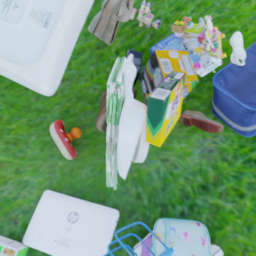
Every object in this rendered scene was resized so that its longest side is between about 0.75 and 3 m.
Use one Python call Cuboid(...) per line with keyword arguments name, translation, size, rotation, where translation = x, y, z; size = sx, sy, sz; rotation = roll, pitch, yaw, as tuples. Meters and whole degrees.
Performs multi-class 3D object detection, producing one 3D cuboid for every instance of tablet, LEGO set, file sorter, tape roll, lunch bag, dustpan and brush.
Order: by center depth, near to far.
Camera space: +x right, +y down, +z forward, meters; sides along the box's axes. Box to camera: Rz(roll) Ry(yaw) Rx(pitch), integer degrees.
Cuboid(name="file sorter", translation=(-0.023, 2.779, 5.543), size=(0.922, 1.043, 1.503), rotation=(40, 111, 30))
Cuboid(name="dustpan and brush", translation=(0.038, -0.327, 5.920), size=(0.680, 2.377, 1.659), rotation=(17, 29, 2))
Cuboid(name="lunch bag", translation=(1.155, 3.036, 6.427), size=(1.430, 0.687, 1.783), rotation=(8, 50, 0))
Cuboid(name="tablet", translation=(-1.511, 2.608, 7.333), size=(2.329, 0.159, 1.515), rotation=(11, 65, 19))
Cuboid(name="tape roll", translation=(0.288, 0.266, 7.514), size=(0.249, 1.363, 1.363), rotation=(5, 71, -10))
Cuboid(name="LEGO set", translation=(2.035, -2.810, 8.243), size=(1.226, 0.992, 2.664), rotation=(-32, 49, 19))
Cuboid(name="lunch bag", translation=(3.770, -1.128, 8.267), size=(2.568, 1.699, 1.745), rotation=(-36, 59, -10))

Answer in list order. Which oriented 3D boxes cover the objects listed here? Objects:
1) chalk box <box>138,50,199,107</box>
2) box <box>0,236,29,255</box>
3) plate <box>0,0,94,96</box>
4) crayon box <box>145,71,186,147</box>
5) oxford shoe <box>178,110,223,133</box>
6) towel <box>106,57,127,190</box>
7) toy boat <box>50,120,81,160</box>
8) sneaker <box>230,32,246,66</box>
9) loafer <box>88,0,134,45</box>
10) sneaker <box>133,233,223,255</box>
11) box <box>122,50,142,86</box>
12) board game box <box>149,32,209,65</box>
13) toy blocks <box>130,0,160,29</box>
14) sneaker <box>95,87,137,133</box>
Cuboid(name="chalk box", translation=(1.053, -1.296, 8.206), size=(1.090, 1.759, 1.098), rotation=(-5, 67, -20))
Cuboid(name="box", translation=(-3.728, 3.689, 7.071), size=(1.636, 0.896, 1.854), rotation=(18, 74, 4))
Cuboid(name="plate", translation=(-2.378, -2.517, 5.879), size=(2.899, 0.469, 2.893), rotation=(24, 92, 3))
Cuboid(name="crayon box", translation=(0.837, -0.444, 6.192), size=(0.395, 1.169, 1.355), rotation=(17, 39, 22))
Cuboid(name="oxford shoe", translation=(2.222, -0.253, 8.377), size=(1.373, 0.484, 0.514), rotation=(21, 57, 28))
Cuboid(name="towel", translation=(-0.263, -0.162, 6.568), size=(0.306, 2.617, 1.996), rotation=(3, 28, 1))
Cuboid(name="toy boat", translation=(-1.736, 0.270, 8.183), size=(0.789, 0.788, 1.207), rotation=(-31, 74, -10))
Cuboid(name="sneaker", translation=(2.777, -1.953, 6.955), size=(0.329, 0.878, 0.437), rotation=(-26, 40, -5))
Cuboid(name="loafer", translation=(-0.291, -3.407, 8.233), size=(0.918, 2.919, 1.049), rotation=(43, 67, -12))
Cuboid(name="sneaker", translation=(1.246, 3.132, 7.308), size=(2.254, 0.817, 1.285), rotation=(-14, 68, -5))
Cuboid(name="box", translation=(0.097, -1.800, 8.468), size=(0.477, 0.770, 0.757), rotation=(9, 65, -11))
Cuboid(name="board game box", translation=(1.779, -2.437, 9.387), size=(1.540, 0.334, 1.533), rotation=(-35, 76, -11))
Cuboid(name="toy blocks", translation=(0.652, -3.839, 9.408), size=(0.859, 0.802, 0.723), rotation=(22, 96, 33))
Cuboid(name="sneaker", translation=(-0.521, -0.630, 8.259), size=(0.844, 0.787, 2.235), rotation=(21, 37, 15))
